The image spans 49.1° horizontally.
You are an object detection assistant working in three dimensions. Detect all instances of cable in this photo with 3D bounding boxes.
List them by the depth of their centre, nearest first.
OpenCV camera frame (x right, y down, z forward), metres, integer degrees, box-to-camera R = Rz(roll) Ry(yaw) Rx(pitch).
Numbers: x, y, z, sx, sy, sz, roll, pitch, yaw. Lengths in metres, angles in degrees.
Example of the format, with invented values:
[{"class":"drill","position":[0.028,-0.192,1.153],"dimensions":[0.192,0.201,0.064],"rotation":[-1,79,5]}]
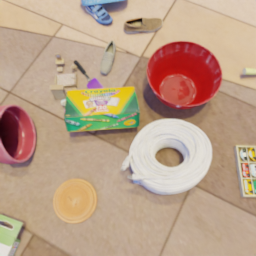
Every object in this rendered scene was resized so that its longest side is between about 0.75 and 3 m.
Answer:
[{"class":"cable","position":[1.537,1.049,10.481],"dimensions":[2.997,1.038,2.997],"rotation":[12,56,18]}]

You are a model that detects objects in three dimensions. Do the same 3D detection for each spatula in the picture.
[{"class":"spatula","position":[-1.889,-2.347,12.638],"dimensions":[0.578,0.210,2.047],"rotation":[-42,69,8]}]

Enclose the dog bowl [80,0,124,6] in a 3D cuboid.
[{"class":"dog bowl","position":[-1.173,-6.511,13.816],"dimensions":[2.543,0.630,1.417],"rotation":[-10,28,-5]}]

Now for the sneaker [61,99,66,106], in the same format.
[{"class":"sneaker","position":[-2.521,-1.175,12.141],"dimensions":[0.808,0.299,0.331],"rotation":[-8,34,-20]}]

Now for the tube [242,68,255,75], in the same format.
[{"class":"tube","position":[5.699,-2.486,12.501],"dimensions":[1.194,0.310,0.346],"rotation":[-1,57,-14]}]

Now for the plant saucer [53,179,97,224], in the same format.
[{"class":"plant saucer","position":[-2.008,2.731,10.548],"dimensions":[1.657,0.267,1.657],"rotation":[0,67,0]}]

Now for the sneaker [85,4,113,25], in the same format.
[{"class":"sneaker","position":[-1.476,-5.724,13.764],"dimensions":[1.754,0.721,0.649],"rotation":[40,71,13]}]

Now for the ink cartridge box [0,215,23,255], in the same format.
[{"class":"ink cartridge box","position":[-4.557,4.207,9.732],"dimensions":[1.121,0.640,2.159],"rotation":[18,69,7]}]

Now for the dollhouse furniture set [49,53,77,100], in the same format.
[{"class":"dollhouse furniture set","position":[-2.794,-2.313,12.297],"dimensions":[0.991,0.846,1.911],"rotation":[-3,67,-1]}]

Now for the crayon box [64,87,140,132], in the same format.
[{"class":"crayon box","position":[-1.048,-0.778,11.296],"dimensions":[2.863,0.834,1.700],"rotation":[-4,43,-4]}]

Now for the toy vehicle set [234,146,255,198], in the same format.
[{"class":"toy vehicle set","position":[4.950,1.692,10.969],"dimensions":[1.255,0.268,2.019],"rotation":[0,68,0]}]

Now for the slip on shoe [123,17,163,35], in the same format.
[{"class":"slip on shoe","position":[0.738,-5.040,13.542],"dimensions":[1.976,0.599,0.751],"rotation":[-8,68,-3]}]

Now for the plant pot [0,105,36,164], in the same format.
[{"class":"plant pot","position":[-4.992,0.335,10.639],"dimensions":[1.986,2.219,2.219],"rotation":[-8,67,14]}]

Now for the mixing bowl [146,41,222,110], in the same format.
[{"class":"mixing bowl","position":[2.196,-1.903,11.691],"dimensions":[2.985,1.617,2.985],"rotation":[0,69,-1]}]

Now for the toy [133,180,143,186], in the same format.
[{"class":"toy","position":[0.600,1.736,10.972],"dimensions":[0.564,0.231,0.979],"rotation":[15,68,7]}]

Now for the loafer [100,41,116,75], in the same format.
[{"class":"loafer","position":[-0.933,-3.230,12.808],"dimensions":[0.589,0.587,1.683],"rotation":[9,68,4]}]
